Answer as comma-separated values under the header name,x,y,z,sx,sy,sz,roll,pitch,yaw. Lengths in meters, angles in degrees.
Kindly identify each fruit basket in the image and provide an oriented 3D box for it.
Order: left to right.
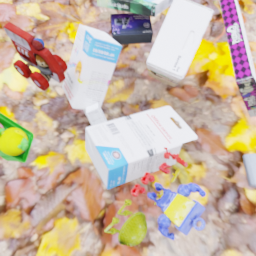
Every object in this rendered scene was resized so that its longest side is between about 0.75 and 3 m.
name,x,y,z,sx,sy,sz,roll,pitch,yaw
fruit basket,-2.931,0.244,6.939,1.495,1.495,1.078,3,55,2

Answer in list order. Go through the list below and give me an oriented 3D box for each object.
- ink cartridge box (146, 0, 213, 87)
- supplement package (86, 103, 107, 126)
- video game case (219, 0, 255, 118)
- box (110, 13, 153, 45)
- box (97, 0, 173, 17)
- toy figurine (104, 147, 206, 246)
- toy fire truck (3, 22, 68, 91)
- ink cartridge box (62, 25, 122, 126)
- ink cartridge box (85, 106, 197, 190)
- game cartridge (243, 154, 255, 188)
name,x,y,z,sx,sy,sz,roll,pitch,yaw
ink cartridge box,1.532,-2.582,9.071,1.193,2.842,2.058,24,96,3
supplement package,-0.945,-0.310,8.555,0.429,0.754,0.413,-22,29,4
video game case,3.405,-2.025,8.313,0.497,2.513,2.773,-14,64,27
box,0.104,-3.474,9.812,1.390,0.548,0.981,-5,69,-5
box,0.267,-4.245,9.241,2.146,0.390,1.549,19,45,23
toy figurine,0.879,1.823,6.006,1.467,1.292,2.449,30,77,38
toy fire truck,-2.530,-1.966,7.669,1.760,1.478,0.987,33,69,20
ink cartridge box,-1.321,-1.614,8.913,0.943,2.780,1.601,7,28,-30
ink cartridge box,0.344,0.434,7.668,2.666,0.904,1.546,-16,49,-23
game cartridge,5.305,1.564,10.169,1.996,0.414,1.329,-3,61,-2
